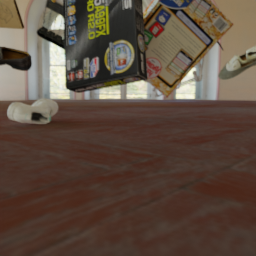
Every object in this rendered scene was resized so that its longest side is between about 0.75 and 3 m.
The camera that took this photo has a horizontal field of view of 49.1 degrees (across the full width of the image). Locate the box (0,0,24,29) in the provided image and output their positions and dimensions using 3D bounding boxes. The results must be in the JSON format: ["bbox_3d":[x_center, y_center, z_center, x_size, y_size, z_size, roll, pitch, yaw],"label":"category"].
[{"bbox_3d":[-2.587,-2.412,5.899,0.752,0.615,0.080,11,41,23],"label":"box"}]

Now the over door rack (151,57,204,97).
[{"bbox_3d":[2.192,-2.742,11.698,2.152,0.970,2.913,-16,38,42],"label":"over door rack"}]

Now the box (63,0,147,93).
[{"bbox_3d":[-0.598,-2.192,6.652,1.963,2.450,0.542,-6,-7,26],"label":"box"}]

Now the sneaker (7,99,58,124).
[{"bbox_3d":[-3.771,-0.586,12.237,1.273,1.082,2.876,19,16,18],"label":"sneaker"}]

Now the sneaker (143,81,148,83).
[{"bbox_3d":[1.230,-2.084,10.847,0.770,0.662,1.819,31,36,21],"label":"sneaker"}]

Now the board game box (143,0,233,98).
[{"bbox_3d":[1.233,-2.558,8.017,2.099,2.771,0.642,35,19,-22],"label":"board game box"}]

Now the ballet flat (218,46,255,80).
[{"bbox_3d":[3.858,-2.263,9.261,2.033,0.685,0.648,-21,-40,34],"label":"ballet flat"}]

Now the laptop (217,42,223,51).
[{"bbox_3d":[3.183,-3.287,10.744,0.429,0.736,0.830,-34,-52,27],"label":"laptop"}]

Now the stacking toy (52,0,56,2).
[{"bbox_3d":[-2.296,-4.144,8.715,0.574,0.179,0.762,24,-5,23],"label":"stacking toy"}]

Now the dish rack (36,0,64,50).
[{"bbox_3d":[-2.591,-3.764,10.172,1.245,0.443,1.623,26,-35,-9],"label":"dish rack"}]

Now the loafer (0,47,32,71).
[{"bbox_3d":[-2.558,-1.491,5.644,1.191,0.434,0.431,4,-22,-22],"label":"loafer"}]
